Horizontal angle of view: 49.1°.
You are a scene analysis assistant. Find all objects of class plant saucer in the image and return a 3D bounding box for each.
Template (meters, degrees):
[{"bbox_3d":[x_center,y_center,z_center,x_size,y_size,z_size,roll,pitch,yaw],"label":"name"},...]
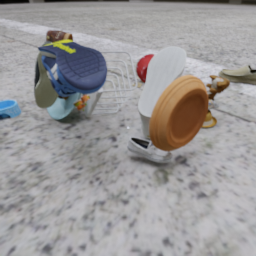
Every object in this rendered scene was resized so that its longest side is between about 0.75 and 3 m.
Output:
[{"bbox_3d":[1.419,-0.290,7.244,2.112,2.112,0.395,-23,38,-33],"label":"plant saucer"},{"bbox_3d":[-2.249,-1.414,10.360,0.453,2.352,2.352,15,14,-45],"label":"plant saucer"}]

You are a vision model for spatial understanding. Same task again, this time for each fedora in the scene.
[{"bbox_3d":[2.694,-0.395,10.024,1.045,0.426,1.045,1,30,0],"label":"fedora"}]

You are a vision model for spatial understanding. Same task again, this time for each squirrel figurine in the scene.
[{"bbox_3d":[3.005,-1.304,9.493,0.862,0.804,0.610,-8,44,-31],"label":"squirrel figurine"}]

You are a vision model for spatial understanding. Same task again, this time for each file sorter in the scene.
[{"bbox_3d":[-0.753,-1.490,9.764,1.366,2.193,1.522,-5,74,-21],"label":"file sorter"}]

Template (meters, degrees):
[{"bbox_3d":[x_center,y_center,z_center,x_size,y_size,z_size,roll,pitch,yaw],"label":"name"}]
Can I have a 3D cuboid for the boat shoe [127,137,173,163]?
[{"bbox_3d":[0.616,0.594,7.814,1.325,0.433,0.487,14,45,6],"label":"boat shoe"}]

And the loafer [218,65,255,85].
[{"bbox_3d":[5.564,-2.621,13.468,2.335,0.797,0.884,13,33,21],"label":"loafer"}]

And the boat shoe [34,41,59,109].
[{"bbox_3d":[-2.661,-1.666,9.179,0.822,2.288,0.774,-2,40,-24],"label":"boat shoe"}]

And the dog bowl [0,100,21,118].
[{"bbox_3d":[-4.868,-0.600,10.382,1.708,0.423,0.952,-25,39,-36],"label":"dog bowl"}]

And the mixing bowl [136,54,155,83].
[{"bbox_3d":[0.866,-2.126,10.602,1.196,1.196,0.648,3,27,5],"label":"mixing bowl"}]

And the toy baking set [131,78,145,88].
[{"bbox_3d":[0.722,-2.224,13.415,1.111,0.168,1.447,-1,30,-2],"label":"toy baking set"}]

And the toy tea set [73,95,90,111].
[{"bbox_3d":[-1.390,-0.746,8.747,0.596,0.371,1.002,-33,7,2],"label":"toy tea set"}]

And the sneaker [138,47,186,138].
[{"bbox_3d":[1.024,-1.077,8.812,1.064,1.670,2.889,19,62,15],"label":"sneaker"}]

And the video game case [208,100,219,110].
[{"bbox_3d":[2.705,-0.886,10.046,0.766,0.096,0.842,-13,36,-10],"label":"video game case"}]

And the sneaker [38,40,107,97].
[{"bbox_3d":[-1.325,-1.328,6.932,1.109,1.234,2.999,-18,33,-22],"label":"sneaker"}]

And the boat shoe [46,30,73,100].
[{"bbox_3d":[-2.395,-2.141,9.685,0.855,2.430,0.855,11,30,4],"label":"boat shoe"}]
